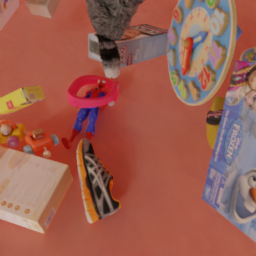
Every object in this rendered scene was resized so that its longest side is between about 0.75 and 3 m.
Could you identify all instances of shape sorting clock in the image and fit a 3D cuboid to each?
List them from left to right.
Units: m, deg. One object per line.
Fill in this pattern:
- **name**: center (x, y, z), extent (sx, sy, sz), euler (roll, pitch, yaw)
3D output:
- **shape sorting clock**: center (1.273, -1.651, 5.456), extent (0.477, 2.430, 2.430), euler (-5, 49, -18)
- **shape sorting clock**: center (4.922, -2.075, 9.221), extent (2.384, 0.468, 2.384), euler (0, 49, 0)

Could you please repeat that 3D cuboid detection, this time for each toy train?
- **toy train**: center (-2.989, 0.355, 6.654), extent (2.365, 0.658, 1.776), euler (-23, 37, -26)

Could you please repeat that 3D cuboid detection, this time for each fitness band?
- **fitness band**: center (-0.984, -1.065, 8.097), extent (1.368, 0.357, 1.905), euler (6, 31, 4)

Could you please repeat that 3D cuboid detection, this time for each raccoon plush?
- **raccoon plush**: center (0.053, -1.897, 4.863), extent (1.235, 1.843, 0.892), euler (-8, 29, 12)

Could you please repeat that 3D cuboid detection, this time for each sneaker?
- **sneaker**: center (-0.725, 1.115, 6.336), extent (0.760, 0.770, 1.968), euler (-11, 60, -11)
- **sneaker**: center (1.854, -0.222, 5.293), extent (0.752, 0.302, 0.324), euler (9, 36, 3)

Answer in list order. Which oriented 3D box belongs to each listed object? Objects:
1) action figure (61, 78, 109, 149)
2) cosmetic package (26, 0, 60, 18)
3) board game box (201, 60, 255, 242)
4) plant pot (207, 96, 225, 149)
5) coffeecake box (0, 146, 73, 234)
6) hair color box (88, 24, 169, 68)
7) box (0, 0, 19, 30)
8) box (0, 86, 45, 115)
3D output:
- **action figure**: center (-1.046, -0.522, 7.827), extent (0.832, 0.658, 2.545), euler (6, 47, 12)
- **cosmetic package**: center (-2.326, -3.878, 8.074), extent (0.668, 0.472, 1.291), euler (17, 74, 8)
- **board game box**: center (1.798, 0.375, 3.104), extent (0.443, 2.044, 2.034), euler (2, 16, -25)
- **plant pot**: center (2.562, 0.023, 7.088), extent (1.063, 1.056, 1.087), euler (12, 60, 10)
- **coffeecake box**: center (-2.375, 1.302, 6.173), extent (1.808, 0.661, 1.388), euler (14, 51, 12)
- **hair color box**: center (0.090, -1.929, 6.445), extent (0.914, 0.560, 1.846), euler (30, 41, 35)
- **box**: center (-3.739, -2.520, 6.031), extent (1.426, 1.285, 2.535), euler (18, 65, 4)
- **box**: center (-2.191, -0.518, 5.468), extent (1.146, 0.287, 0.431), euler (-15, 4, 30)
